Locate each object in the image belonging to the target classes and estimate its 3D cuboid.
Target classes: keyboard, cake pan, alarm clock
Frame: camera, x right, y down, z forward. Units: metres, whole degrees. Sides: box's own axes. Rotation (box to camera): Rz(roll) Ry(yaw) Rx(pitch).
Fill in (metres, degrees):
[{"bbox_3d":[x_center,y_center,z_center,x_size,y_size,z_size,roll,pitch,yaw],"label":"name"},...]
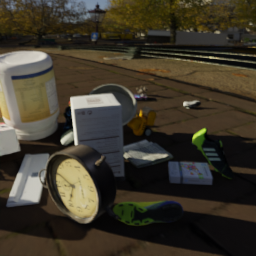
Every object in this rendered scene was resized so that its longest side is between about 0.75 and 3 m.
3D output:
[{"bbox_3d":[-2.441,1.210,7.043,0.669,0.127,2.377,1,21,-11],"label":"keyboard"},{"bbox_3d":[-0.575,-0.690,9.412,1.738,0.319,1.738,1,61,-2],"label":"cake pan"},{"bbox_3d":[-1.082,1.067,5.610,2.156,1.455,0.718,-2,14,35],"label":"alarm clock"}]

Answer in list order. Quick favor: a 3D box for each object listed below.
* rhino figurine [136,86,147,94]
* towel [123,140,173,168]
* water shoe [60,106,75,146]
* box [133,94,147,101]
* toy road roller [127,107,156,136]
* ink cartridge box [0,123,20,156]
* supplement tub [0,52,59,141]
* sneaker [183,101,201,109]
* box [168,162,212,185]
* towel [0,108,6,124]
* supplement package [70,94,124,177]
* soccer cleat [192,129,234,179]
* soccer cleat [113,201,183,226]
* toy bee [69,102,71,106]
[{"bbox_3d":[0.760,-1.957,14.501,0.254,0.371,0.849,-48,21,-27],"label":"rhino figurine"},{"bbox_3d":[0.481,0.717,8.128,1.255,0.217,1.208,-11,24,-28],"label":"towel"},{"bbox_3d":[-1.845,-0.198,9.187,0.879,0.970,2.458,-29,14,8],"label":"water shoe"},{"bbox_3d":[0.439,-1.522,13.970,0.990,0.179,0.708,1,21,-1],"label":"box"},{"bbox_3d":[0.438,-0.229,9.497,0.738,1.010,0.621,11,11,-33],"label":"toy road roller"},{"bbox_3d":[-3.943,0.357,8.029,1.172,0.683,1.619,-14,14,-33],"label":"ink cartridge box"},{"bbox_3d":[-3.283,-1.057,9.223,1.843,2.552,1.843,0,29,0],"label":"supplement tub"},{"bbox_3d":[2.865,-0.987,12.512,0.769,0.288,0.444,-5,24,15],"label":"sneaker"},{"bbox_3d":[1.541,1.134,7.069,1.012,0.208,0.789,3,21,5],"label":"box"},{"bbox_3d":[-4.535,-0.967,10.407,2.172,1.592,0.236,-18,2,-23],"label":"towel"},{"bbox_3d":[-0.763,0.242,6.959,1.120,1.909,1.116,-7,22,-13],"label":"supplement package"},{"bbox_3d":[2.218,0.649,7.050,1.409,0.571,0.476,51,26,15],"label":"soccer cleat"},{"bbox_3d":[0.395,1.672,5.558,1.375,0.445,0.575,-2,-9,5],"label":"soccer cleat"},{"bbox_3d":[-1.826,-0.916,11.734,0.979,0.813,1.496,2,-17,-43],"label":"toy bee"}]
